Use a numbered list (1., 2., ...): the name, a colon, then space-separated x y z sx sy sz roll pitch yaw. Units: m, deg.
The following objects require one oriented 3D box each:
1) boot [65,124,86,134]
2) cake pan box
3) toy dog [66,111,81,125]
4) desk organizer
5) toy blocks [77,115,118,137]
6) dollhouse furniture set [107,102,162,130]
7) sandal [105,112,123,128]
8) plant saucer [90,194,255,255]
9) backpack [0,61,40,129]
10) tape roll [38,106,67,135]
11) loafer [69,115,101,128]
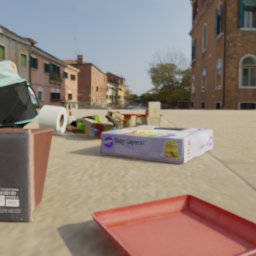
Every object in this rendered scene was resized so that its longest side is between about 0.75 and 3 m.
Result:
1. boot: -1.743 0.045 10.070 0.816 0.262 0.761 1 -13 22
2. cake pan box: 0.785 0.322 6.806 2.049 0.582 2.225 6 8 32
3. toy dog: -2.502 -0.337 12.545 1.110 0.811 1.683 -4 7 -39
4. desk organizer: -2.285 0.460 3.323 2.633 0.944 1.014 0 3 1
5. toy blocks: -0.827 0.049 9.443 1.460 0.729 0.998 8 9 -38
6. dollhouse furniture set: 0.517 -0.573 12.910 2.350 1.211 2.325 -4 6 -34
7. sandal: -0.377 -0.296 9.059 0.559 0.373 1.368 38 7 10
8. plant saucer: 0.431 0.902 2.352 1.183 0.217 1.181 -2 5 -28
9. backpack: -4.273 -0.798 8.918 2.618 2.283 2.978 -20 3 -13
10. tape roll: -2.778 -0.292 10.376 0.706 1.029 1.029 7 6 7
11. loafer: -1.689 -0.091 10.888 0.654 0.706 1.878 -10 -1 -40
